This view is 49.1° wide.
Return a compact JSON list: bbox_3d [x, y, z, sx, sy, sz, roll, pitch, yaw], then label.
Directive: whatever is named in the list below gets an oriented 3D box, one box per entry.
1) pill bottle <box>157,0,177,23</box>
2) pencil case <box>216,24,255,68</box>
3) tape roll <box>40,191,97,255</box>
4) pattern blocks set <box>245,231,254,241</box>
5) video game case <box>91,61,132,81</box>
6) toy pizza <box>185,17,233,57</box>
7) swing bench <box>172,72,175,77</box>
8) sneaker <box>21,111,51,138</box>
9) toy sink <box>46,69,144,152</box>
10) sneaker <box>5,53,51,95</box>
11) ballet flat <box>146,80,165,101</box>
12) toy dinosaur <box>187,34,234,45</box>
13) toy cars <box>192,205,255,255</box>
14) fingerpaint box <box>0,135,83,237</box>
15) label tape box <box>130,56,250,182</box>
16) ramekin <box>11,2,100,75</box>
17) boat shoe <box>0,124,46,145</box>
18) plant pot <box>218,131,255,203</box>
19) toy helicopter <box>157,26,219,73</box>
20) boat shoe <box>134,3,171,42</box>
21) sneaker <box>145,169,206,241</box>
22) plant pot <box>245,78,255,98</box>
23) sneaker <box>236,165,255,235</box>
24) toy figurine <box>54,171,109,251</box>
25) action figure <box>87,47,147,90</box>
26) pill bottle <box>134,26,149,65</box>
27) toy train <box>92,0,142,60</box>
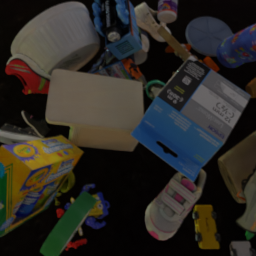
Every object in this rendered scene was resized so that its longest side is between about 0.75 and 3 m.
[{"bbox_3d":[1.386,-4.371,9.796,0.664,0.664,1.191,4,80,3],"label":"pill bottle"},{"bbox_3d":[3.978,-2.632,9.029,1.250,2.877,1.123,34,91,-9],"label":"pencil case"},{"bbox_3d":[-1.378,2.307,6.644,0.402,1.672,1.672,34,61,5],"label":"tape roll"},{"bbox_3d":[5.135,3.348,8.671,2.842,0.230,2.498,13,56,9],"label":"pattern blocks set"},{"bbox_3d":[-0.748,-1.184,9.001,1.955,0.174,1.399,-28,84,-17],"label":"video game case"},{"bbox_3d":[3.228,-3.617,11.189,1.935,0.307,1.935,2,68,-4],"label":"toy pizza"},{"bbox_3d":[2.445,-1.441,11.573,1.393,0.908,1.400,6,56,4],"label":"swing bench"},{"bbox_3d":[-2.939,-0.226,9.117,0.530,1.069,0.378,-33,20,13],"label":"sneaker"},{"bbox_3d":[-0.906,-0.391,7.519,2.412,1.351,1.572,6,60,-13],"label":"toy sink"},{"bbox_3d":[-2.431,-1.139,7.448,0.696,1.807,0.767,7,63,54],"label":"sneaker"},{"bbox_3d":[1.539,-0.806,9.417,2.390,0.805,0.841,35,23,15],"label":"ballet flat"},{"bbox_3d":[4.209,-4.354,13.614,2.984,0.868,1.509,7,57,5],"label":"toy dinosaur"},{"bbox_3d":[2.829,3.543,8.353,1.215,0.600,2.710,-36,66,-24],"label":"toy cars"},{"bbox_3d":[-2.206,1.233,6.296,0.834,2.275,1.898,35,101,10],"label":"fingerpaint box"},{"bbox_3d":[1.539,-0.311,6.712,1.845,0.851,2.575,37,58,6],"label":"label tape box"},{"bbox_3d":[-2.242,-2.681,9.374,2.906,2.906,1.353,-36,92,-22],"label":"ramekin"},{"bbox_3d":[-3.740,0.316,10.471,2.410,0.843,0.799,9,57,15],"label":"boat shoe"},{"bbox_3d":[4.254,1.264,8.950,2.265,2.610,2.610,-22,57,4],"label":"plant pot"},{"bbox_3d":[1.901,-2.709,9.849,1.054,2.672,1.767,-42,41,20],"label":"toy helicopter"},{"bbox_3d":[1.325,-4.857,12.956,1.010,2.913,1.032,-30,70,32],"label":"boat shoe"},{"bbox_3d":[1.195,1.693,6.888,0.911,0.988,2.240,33,51,13],"label":"sneaker"},{"bbox_3d":[5.659,-1.767,11.766,1.243,1.158,1.158,-22,57,1],"label":"plant pot"},{"bbox_3d":[3.189,1.267,6.668,1.014,0.945,2.558,7,66,29],"label":"sneaker"},{"bbox_3d":[-1.388,2.465,9.062,1.523,1.341,2.543,0,53,-35],"label":"toy figurine"},{"bbox_3d":[-0.383,-2.505,11.895,1.549,2.962,2.865,0,73,-41],"label":"action figure"},{"bbox_3d":[0.272,-4.163,13.176,1.339,1.339,2.414,-3,55,-2],"label":"pill bottle"},{"bbox_3d":[-0.366,-3.740,9.432,1.217,1.605,2.809,-20,56,22],"label":"toy train"}]
